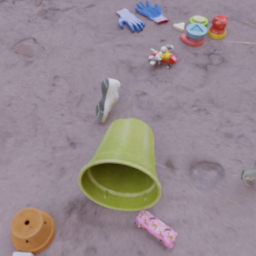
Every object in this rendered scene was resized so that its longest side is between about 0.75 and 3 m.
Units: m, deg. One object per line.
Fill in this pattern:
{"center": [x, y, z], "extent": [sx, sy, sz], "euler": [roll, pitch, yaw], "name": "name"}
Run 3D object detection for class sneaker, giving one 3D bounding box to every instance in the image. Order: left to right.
{"center": [-0.699, -0.952, 10.238], "extent": [0.693, 1.730, 0.608], "euler": [-2, 30, -40], "name": "sneaker"}

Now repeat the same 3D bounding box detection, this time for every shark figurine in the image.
{"center": [3.796, 1.323, 8.481], "extent": [1.557, 0.650, 0.930], "euler": [3, 6, -24], "name": "shark figurine"}

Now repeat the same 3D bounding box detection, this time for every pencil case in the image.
{"center": [0.794, 2.857, 7.905], "extent": [1.246, 0.516, 0.539], "euler": [30, 58, 20], "name": "pencil case"}

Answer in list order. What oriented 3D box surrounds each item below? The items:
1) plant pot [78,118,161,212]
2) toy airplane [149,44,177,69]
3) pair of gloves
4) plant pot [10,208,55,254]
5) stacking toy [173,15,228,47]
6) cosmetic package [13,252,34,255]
{"center": [-0.092, 0.935, 8.414], "extent": [2.337, 2.337, 2.149], "euler": [7, 45, 5], "name": "plant pot"}
{"center": [1.485, -3.251, 12.366], "extent": [1.220, 0.865, 1.226], "euler": [-7, 54, -3], "name": "toy airplane"}
{"center": [0.643, -5.909, 14.766], "extent": [2.780, 0.317, 2.235], "euler": [-23, 56, -18], "name": "pair of gloves"}
{"center": [-2.696, 2.756, 7.752], "extent": [1.214, 0.849, 1.214], "euler": [1, 51, -1], "name": "plant pot"}
{"center": [3.512, -5.103, 13.723], "extent": [2.306, 0.974, 2.087], "euler": [-24, 57, -18], "name": "stacking toy"}
{"center": [-2.838, 3.804, 7.271], "extent": [0.509, 0.371, 1.001], "euler": [2, 51, 1], "name": "cosmetic package"}
